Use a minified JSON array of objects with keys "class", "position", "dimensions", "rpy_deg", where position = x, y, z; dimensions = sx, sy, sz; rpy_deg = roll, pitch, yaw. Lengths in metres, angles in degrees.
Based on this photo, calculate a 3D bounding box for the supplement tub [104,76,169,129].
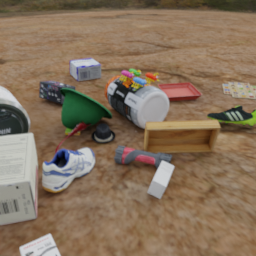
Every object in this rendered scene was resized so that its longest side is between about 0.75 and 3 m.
[{"class":"supplement tub","position":[0.234,-1.138,11.277],"dimensions":[1.615,1.615,2.636],"rpy_deg":[-19,35,-30]}]

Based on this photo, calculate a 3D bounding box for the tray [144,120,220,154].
[{"class":"tray","position":[1.692,0.302,9.116],"dimensions":[2.298,1.133,0.426],"rpy_deg":[-2,43,-3]}]

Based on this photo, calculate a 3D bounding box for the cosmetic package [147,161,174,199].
[{"class":"cosmetic package","position":[0.912,1.418,7.752],"dimensions":[0.406,0.515,0.958],"rpy_deg":[25,36,8]}]

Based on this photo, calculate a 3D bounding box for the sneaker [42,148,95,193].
[{"class":"sneaker","position":[-1.632,0.971,8.134],"dimensions":[0.799,0.935,2.122],"rpy_deg":[12,26,21]}]

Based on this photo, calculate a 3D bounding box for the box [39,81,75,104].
[{"class":"box","position":[-3.260,-1.639,12.860],"dimensions":[1.458,0.773,0.891],"rpy_deg":[17,19,28]}]

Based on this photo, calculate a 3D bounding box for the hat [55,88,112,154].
[{"class":"hat","position":[-2.056,0.002,10.218],"dimensions":[2.136,2.579,2.270],"rpy_deg":[18,77,29]}]

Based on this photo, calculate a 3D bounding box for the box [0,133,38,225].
[{"class":"box","position":[-3.173,1.268,7.329],"dimensions":[1.446,1.232,2.262],"rpy_deg":[-7,30,-13]}]

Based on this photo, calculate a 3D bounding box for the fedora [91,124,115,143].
[{"class":"fedora","position":[-0.905,0.141,10.176],"dimensions":[0.976,0.446,0.976],"rpy_deg":[0,29,0]}]

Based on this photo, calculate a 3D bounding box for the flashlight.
[{"class":"flashlight","position":[0.436,0.984,8.631],"dimensions":[1.702,0.576,0.578],"rpy_deg":[13,27,13]}]

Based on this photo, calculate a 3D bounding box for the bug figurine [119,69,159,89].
[{"class":"bug figurine","position":[0.417,-1.924,10.628],"dimensions":[1.267,0.420,1.634],"rpy_deg":[22,27,20]}]

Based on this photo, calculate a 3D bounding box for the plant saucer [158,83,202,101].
[{"class":"plant saucer","position":[2.475,-1.747,13.701],"dimensions":[1.724,0.316,1.721],"rpy_deg":[-5,30,-8]}]

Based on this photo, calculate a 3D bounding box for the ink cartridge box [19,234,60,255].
[{"class":"ink cartridge box","position":[-1.717,2.706,5.632],"dimensions":[0.684,0.386,0.932],"rpy_deg":[-18,34,-27]}]

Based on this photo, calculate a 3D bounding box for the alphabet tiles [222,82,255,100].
[{"class":"alphabet tiles","position":[5.763,-1.923,14.260],"dimensions":[1.787,0.068,2.148],"rpy_deg":[6,30,11]}]

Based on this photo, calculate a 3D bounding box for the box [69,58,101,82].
[{"class":"box","position":[-2.464,-3.350,16.023],"dimensions":[1.403,0.800,1.525],"rpy_deg":[-14,33,-25]}]

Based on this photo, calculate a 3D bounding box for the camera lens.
[{"class":"camera lens","position":[-4.595,-0.346,9.495],"dimensions":[1.951,1.951,2.439],"rpy_deg":[-18,34,-30]}]

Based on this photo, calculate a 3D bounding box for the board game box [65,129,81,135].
[{"class":"board game box","position":[-2.052,-0.056,10.833],"dimensions":[0.529,0.166,1.108],"rpy_deg":[2,32,1]}]

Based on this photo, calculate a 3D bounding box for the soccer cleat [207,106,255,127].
[{"class":"soccer cleat","position":[4.049,-0.515,10.915],"dimensions":[1.873,0.759,0.632],"rpy_deg":[7,5,11]}]
